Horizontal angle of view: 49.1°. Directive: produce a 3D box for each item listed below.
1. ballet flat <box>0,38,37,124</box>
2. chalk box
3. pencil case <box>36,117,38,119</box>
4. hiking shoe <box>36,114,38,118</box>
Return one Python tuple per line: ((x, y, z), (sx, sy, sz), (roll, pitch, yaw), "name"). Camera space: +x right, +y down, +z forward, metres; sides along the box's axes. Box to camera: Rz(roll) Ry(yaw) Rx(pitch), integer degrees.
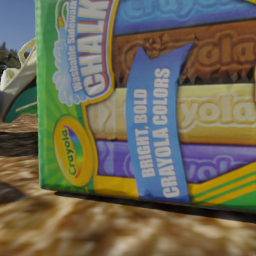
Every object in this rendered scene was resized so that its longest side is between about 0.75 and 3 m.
((-2.432, -1.297, 6.787), (2.942, 1.022, 1.022), (-40, -14, 25), "ballet flat")
((0.216, -0.321, 2.646), (2.604, 1.614, 1.625), (2, 4, 21), "chalk box")
((-2.520, -0.945, 12.414), (2.925, 1.279, 1.279), (-6, 8, -44), "pencil case")
((-2.298, -0.627, 9.514), (2.833, 1.054, 1.228), (-8, 18, 33), "hiking shoe")
